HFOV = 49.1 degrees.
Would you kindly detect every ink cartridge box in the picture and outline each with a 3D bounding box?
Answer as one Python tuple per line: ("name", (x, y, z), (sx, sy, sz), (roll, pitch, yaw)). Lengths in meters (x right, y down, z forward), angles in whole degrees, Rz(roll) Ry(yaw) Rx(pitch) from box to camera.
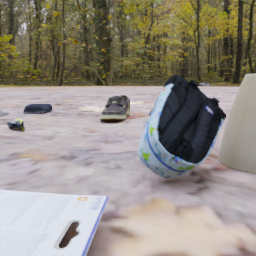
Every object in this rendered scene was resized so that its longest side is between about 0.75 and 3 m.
("ink cartridge box", (-0.855, 0.793, 1.906), (1.277, 0.276, 1.253), (3, 10, 6))

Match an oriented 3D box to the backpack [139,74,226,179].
("backpack", (0.637, 0.059, 3.505), (0.979, 0.922, 1.200), (36, 36, -10))

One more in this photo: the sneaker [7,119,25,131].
("sneaker", (-2.730, -0.054, 6.816), (0.314, 0.286, 0.775), (-14, 8, -31))

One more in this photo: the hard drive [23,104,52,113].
("hard drive", (-3.388, -0.749, 10.589), (0.859, 0.270, 1.273), (0, 10, -1))

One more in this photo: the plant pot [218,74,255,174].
("plant pot", (1.998, -0.123, 4.106), (1.224, 1.307, 1.224), (0, 9, 0))

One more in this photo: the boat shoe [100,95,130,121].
("boat shoe", (-0.395, -0.664, 8.825), (0.808, 0.715, 2.206), (1, 10, 7))

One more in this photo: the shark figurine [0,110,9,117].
("shark figurine", (-4.444, -0.311, 7.583), (2.019, 1.206, 0.843), (14, 24, -41))
